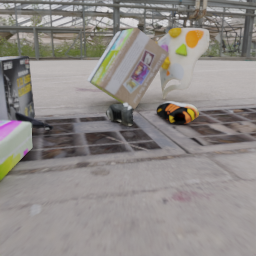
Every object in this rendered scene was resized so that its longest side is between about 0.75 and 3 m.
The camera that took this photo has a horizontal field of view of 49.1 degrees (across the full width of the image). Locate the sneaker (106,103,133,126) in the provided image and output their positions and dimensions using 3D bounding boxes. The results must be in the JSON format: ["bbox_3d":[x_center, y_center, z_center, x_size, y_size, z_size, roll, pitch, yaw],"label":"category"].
[{"bbox_3d":[-0.259,-0.380,8.022,0.740,0.544,1.636,-4,13,-5],"label":"sneaker"}]

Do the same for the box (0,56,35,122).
[{"bbox_3d":[-3.105,-0.908,7.402,0.569,1.864,2.354,-2,16,-4],"label":"box"}]

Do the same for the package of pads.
[{"bbox_3d":[-2.834,0.392,4.890,1.634,0.721,2.115,3,16,0],"label":"package of pads"}]

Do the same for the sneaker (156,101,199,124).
[{"bbox_3d":[1.282,-0.408,8.103,1.422,0.497,0.640,8,34,45],"label":"sneaker"}]

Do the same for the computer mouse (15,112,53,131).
[{"bbox_3d":[-2.338,-0.097,6.887,0.961,0.253,0.666,23,-5,-12],"label":"computer mouse"}]

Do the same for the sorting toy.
[{"bbox_3d":[1.860,-2.457,11.237,1.396,2.352,2.613,9,-15,-27],"label":"sorting toy"}]

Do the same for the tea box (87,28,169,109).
[{"bbox_3d":[-0.095,-2.187,10.239,1.528,2.286,2.249,31,1,-25],"label":"tea box"}]
